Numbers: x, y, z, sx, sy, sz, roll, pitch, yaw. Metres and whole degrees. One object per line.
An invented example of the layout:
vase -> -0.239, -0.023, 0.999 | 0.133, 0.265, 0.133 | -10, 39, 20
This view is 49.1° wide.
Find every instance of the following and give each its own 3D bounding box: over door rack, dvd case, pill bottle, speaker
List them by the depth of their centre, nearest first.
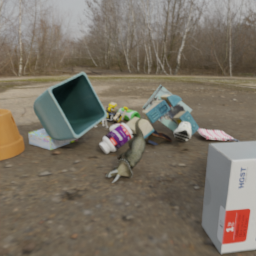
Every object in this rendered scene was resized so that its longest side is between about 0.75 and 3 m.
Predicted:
pill bottle -> -0.485, 0.441, 10.941 | 1.277, 0.718, 0.718 | -38, 29, -16
dvd case -> 1.875, -0.908, 13.422 | 1.943, 1.418, 0.214 | 38, 9, -7
over door rack -> -1.659, -0.357, 14.974 | 1.357, 0.612, 1.837 | 5, 11, 11
speaker -> 0.016, -0.749, 16.275 | 0.686, 0.686, 1.551 | -10, 18, -33

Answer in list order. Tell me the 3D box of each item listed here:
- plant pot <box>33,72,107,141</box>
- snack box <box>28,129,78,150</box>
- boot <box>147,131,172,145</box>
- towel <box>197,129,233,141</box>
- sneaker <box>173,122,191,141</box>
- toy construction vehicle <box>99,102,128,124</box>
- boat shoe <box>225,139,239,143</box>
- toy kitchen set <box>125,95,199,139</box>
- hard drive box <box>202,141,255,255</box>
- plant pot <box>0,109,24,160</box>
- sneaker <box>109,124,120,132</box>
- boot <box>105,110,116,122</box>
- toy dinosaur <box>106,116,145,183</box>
plant pot -> -2.533, -0.690, 11.126 | 2.077, 2.033, 2.039 | -16, 17, 40
snack box -> -3.242, 0.383, 12.251 | 1.391, 0.558, 1.650 | 10, 20, 32
boot -> 1.333, 0.505, 12.079 | 1.110, 0.538, 0.415 | 23, 25, -22
towel -> 3.982, 0.306, 12.801 | 1.430, 0.214, 1.047 | 4, 18, -13
sneaker -> 2.317, 0.073, 11.694 | 0.714, 0.770, 1.901 | 21, -3, 7
toy construction vehicle -> -0.880, -0.716, 15.737 | 1.334, 0.539, 1.532 | 12, 51, 29
boat shoe -> 3.856, 0.807, 10.301 | 0.738, 0.740, 2.044 | 5, 16, 17
toy kitchen set -> 1.645, 0.010, 12.355 | 2.688, 2.153, 1.583 | -38, 17, -9
hard drive box -> 2.996, 1.346, 5.835 | 2.598, 2.025, 0.998 | -3, 17, -8
plant pot -> -5.359, 0.191, 10.936 | 2.312, 1.618, 2.312 | -1, 15, 0
sneaker -> -0.219, 0.128, 13.317 | 1.470, 0.491, 0.788 | 4, 13, 3
boot -> -1.455, -0.736, 16.218 | 1.813, 0.677, 0.879 | -4, 13, -22
toy dinosaur -> 0.199, 0.758, 8.957 | 0.879, 2.285, 1.169 | 34, -3, -13
